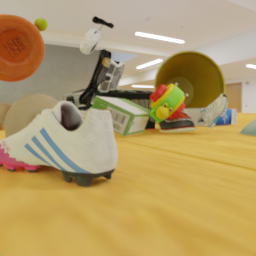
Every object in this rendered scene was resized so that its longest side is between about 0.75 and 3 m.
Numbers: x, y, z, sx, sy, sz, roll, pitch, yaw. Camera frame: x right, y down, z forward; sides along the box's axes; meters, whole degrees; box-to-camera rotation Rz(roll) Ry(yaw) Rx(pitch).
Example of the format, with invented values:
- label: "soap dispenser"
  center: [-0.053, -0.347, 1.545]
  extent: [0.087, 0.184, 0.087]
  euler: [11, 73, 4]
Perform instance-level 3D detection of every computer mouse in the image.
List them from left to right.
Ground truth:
- label: "computer mouse"
  center: [-1.312, -0.339, 7.144]
  extent: [1.253, 0.275, 0.687]
  euler: [-16, -18, 11]
- label: "computer mouse"
  center: [-1.192, -3.271, 9.934]
  extent: [0.815, 1.486, 0.326]
  euler: [30, -11, 1]
- label: "computer mouse"
  center: [-0.635, -1.371, 7.399]
  extent: [0.546, 1.364, 2.487]
  euler: [22, 15, 4]

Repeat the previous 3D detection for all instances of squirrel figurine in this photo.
- label: "squirrel figurine"
  center: [-0.808, 0.019, 5.131]
  extent: [0.848, 0.600, 0.792]
  euler: [4, 17, 45]

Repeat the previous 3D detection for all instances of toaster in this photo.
- label: "toaster"
  center: [-1.441, -1.067, 11.865]
  extent: [1.855, 1.217, 2.052]
  euler: [1, 20, 37]

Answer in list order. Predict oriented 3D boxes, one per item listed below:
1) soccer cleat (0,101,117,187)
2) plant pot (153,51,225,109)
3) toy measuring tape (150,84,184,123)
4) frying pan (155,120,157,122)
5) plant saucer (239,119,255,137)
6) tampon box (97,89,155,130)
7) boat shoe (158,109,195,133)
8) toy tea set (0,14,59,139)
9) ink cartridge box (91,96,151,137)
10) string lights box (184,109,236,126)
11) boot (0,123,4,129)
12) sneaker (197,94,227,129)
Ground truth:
- label: "soccer cleat"
  center: [-0.720, 0.090, 2.630]
  extent: [1.550, 0.669, 0.541]
  euler: [2, 4, 35]
- label: "plant pot"
  center: [2.405, -1.638, 12.241]
  extent: [2.934, 2.934, 2.083]
  euler: [0, 0, -4]
- label: "toy measuring tape"
  center: [1.018, -0.807, 6.907]
  extent: [0.828, 0.828, 2.250]
  euler: [1, 25, 13]
- label: "frying pan"
  center: [0.838, -0.480, 11.283]
  extent: [1.669, 0.272, 1.010]
  euler: [16, 1, -18]
- label: "plant saucer"
  center: [3.972, -0.073, 6.472]
  extent: [2.598, 0.500, 2.598]
  euler: [0, 5, 0]
- label: "tampon box"
  center: [-0.116, -0.581, 8.506]
  extent: [1.729, 1.092, 1.296]
  euler: [0, 11, -6]
- label: "boat shoe"
  center: [1.232, -0.274, 7.567]
  extent: [0.841, 0.739, 2.363]
  euler: [1, 5, -2]
- label: "toy tea set"
  center: [-2.126, -0.429, 3.141]
  extent: [2.869, 1.706, 1.062]
  euler: [-8, 15, -25]
- label: "ink cartridge box"
  center: [-0.081, -0.296, 6.706]
  extent: [0.975, 0.557, 1.877]
  euler: [25, 11, 15]
- label: "string lights box"
  center: [2.924, -0.401, 10.241]
  extent: [2.060, 0.607, 1.059]
  euler: [-3, 5, -38]
- label: "boot"
  center: [-4.118, -0.477, 8.580]
  extent: [1.578, 0.687, 1.898]
  euler: [17, 10, -8]
- label: "sneaker"
  center: [1.987, -0.388, 6.721]
  extent: [0.468, 1.081, 0.405]
  euler: [9, 47, -9]
